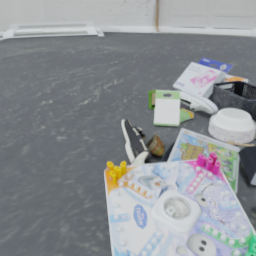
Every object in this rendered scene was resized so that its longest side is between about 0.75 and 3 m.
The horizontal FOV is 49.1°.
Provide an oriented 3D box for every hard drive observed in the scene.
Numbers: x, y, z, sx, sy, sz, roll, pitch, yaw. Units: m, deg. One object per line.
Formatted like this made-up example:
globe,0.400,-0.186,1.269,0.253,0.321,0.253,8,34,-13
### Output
hard drive,1.788,0.861,8.721,1.237,0.388,1.834,13,29,26
hard drive,4.279,1.084,7.756,2.086,0.442,1.407,7,37,-2

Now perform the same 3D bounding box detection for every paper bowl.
paper bowl,3.853,-0.148,10.319,1.641,0.853,1.641,1,25,-1

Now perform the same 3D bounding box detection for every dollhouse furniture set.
dollhouse furniture set,1.788,-0.977,12.023,1.070,0.827,2.141,-16,29,-32

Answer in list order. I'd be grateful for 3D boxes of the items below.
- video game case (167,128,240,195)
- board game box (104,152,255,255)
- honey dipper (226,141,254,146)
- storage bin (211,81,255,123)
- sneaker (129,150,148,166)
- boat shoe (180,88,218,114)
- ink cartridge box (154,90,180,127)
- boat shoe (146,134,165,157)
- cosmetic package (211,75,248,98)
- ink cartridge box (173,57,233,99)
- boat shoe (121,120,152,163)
video game case,2.203,0.872,8.037,1.882,0.228,2.068,20,35,12
board game box,1.059,1.743,6.096,2.977,0.385,2.977,-5,38,-7
honey dipper,3.763,0.547,9.383,0.906,0.172,0.172,6,22,45
storage bin,4.884,-1.125,12.032,1.645,1.141,2.434,-9,28,-19
sneaker,0.298,1.088,7.608,0.496,1.062,0.374,39,17,5
boat shoe,2.876,-0.984,11.845,0.628,0.691,1.879,-45,50,-9
ink cartridge box,1.530,-0.761,11.021,0.985,1.353,0.324,3,-5,3
boat shoe,0.905,0.612,9.138,0.511,0.541,1.504,37,14,-1
cosmetic package,4.860,-2.300,14.793,1.220,0.857,2.405,-20,31,-36
ink cartridge box,3.712,-2.608,14.225,0.498,2.301,2.259,36,2,-36
boat shoe,0.243,0.366,9.068,0.683,0.836,2.264,-20,29,4
